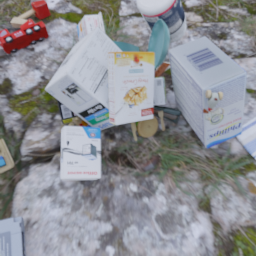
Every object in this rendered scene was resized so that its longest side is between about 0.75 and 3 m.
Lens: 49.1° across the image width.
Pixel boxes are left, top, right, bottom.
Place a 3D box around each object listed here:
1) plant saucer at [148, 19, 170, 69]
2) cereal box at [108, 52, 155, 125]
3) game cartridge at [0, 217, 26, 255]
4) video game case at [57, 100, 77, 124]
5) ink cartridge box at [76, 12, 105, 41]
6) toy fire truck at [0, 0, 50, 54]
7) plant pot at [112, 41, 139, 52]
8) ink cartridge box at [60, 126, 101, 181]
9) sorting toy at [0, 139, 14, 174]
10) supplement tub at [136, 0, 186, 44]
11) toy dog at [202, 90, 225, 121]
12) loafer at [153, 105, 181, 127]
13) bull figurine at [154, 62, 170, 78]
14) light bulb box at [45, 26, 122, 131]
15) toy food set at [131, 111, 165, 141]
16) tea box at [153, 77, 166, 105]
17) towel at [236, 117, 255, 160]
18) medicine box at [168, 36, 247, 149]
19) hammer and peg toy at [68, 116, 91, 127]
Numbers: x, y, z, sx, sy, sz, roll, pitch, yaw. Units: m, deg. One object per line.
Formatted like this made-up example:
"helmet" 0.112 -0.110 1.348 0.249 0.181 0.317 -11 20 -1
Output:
"plant saucer" 1.029 -2.728 9.297 0.294 1.638 1.638 5 56 -13
"cereal box" 0.118 -1.182 8.243 1.467 2.039 0.403 -12 18 -35
"game cartridge" -3.424 3.582 7.255 1.495 0.454 2.242 -10 57 -10
"video game case" -1.804 -1.038 10.347 1.560 0.220 1.726 -14 57 -9
"ink cartridge box" -1.433 -3.633 10.563 0.545 1.607 0.925 -13 95 -24
"toy fire truck" -4.502 -4.469 12.296 2.742 0.668 1.934 -30 61 -17
"plant pot" -0.266 -2.709 10.807 1.364 0.964 0.964 -6 78 -17
"ink cartridge box" -1.421 0.776 8.414 1.127 0.661 1.539 2 76 -20
"sorting toy" -4.610 0.853 9.109 1.298 0.233 1.742 -28 61 -17
"supplement tub" 1.276 -4.153 10.149 1.407 2.005 1.407 -9 68 23
"toy dog" 2.141 -0.535 7.047 0.564 0.855 0.412 -13 28 12
"loafer" 0.865 -0.515 9.765 1.884 0.593 0.677 14 14 11
"bull figurine" 1.271 -2.329 10.827 0.929 0.303 0.564 -44 74 1
"light bulb box" -0.978 -1.510 9.108 2.293 1.431 2.273 41 54 -26
"toy food set" 0.635 -0.090 9.375 1.215 0.839 0.244 -18 20 -20
"tea box" 0.938 -1.232 9.353 0.577 0.863 0.849 -4 13 11
"towel" 4.693 0.504 9.111 1.567 0.254 2.134 -31 60 -2
"medicine box" 2.396 -1.090 8.701 1.290 2.506 2.282 -22 45 -3
"hammer and peg toy" -1.560 -0.074 9.359 0.941 0.332 0.692 -36 97 -44
